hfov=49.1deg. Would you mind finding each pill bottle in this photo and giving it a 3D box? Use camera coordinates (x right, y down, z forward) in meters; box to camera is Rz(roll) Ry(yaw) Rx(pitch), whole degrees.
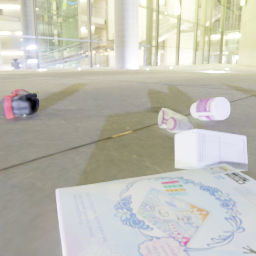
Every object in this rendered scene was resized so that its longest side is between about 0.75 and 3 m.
[{"bbox_3d":[2.735,-0.632,9.497,0.741,0.741,1.319,-7,4,-24],"label":"pill bottle"}]

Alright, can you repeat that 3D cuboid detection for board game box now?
[{"bbox_3d":[0.689,1.253,2.949,2.660,0.580,2.673,-4,15,-16],"label":"board game box"}]

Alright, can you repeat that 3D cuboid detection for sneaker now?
[{"bbox_3d":[1.447,-0.183,8.769,0.801,0.602,1.609,8,17,-18],"label":"sneaker"},{"bbox_3d":[-4.050,-0.996,10.986,1.232,0.892,2.522,-2,17,-7],"label":"sneaker"}]

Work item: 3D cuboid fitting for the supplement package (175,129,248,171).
[{"bbox_3d":[1.443,0.419,4.909,1.111,0.632,0.609,8,-14,-24],"label":"supplement package"}]
